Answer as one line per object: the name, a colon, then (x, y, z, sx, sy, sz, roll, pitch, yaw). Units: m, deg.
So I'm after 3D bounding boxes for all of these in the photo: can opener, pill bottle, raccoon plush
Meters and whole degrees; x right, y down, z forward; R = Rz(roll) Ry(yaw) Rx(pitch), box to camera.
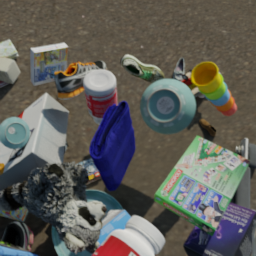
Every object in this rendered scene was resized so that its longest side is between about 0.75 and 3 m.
can opener: (4.166, 1.699, 9.917, 0.987, 0.782, 2.970, 15, 61, 8)
pill bottle: (-0.726, -0.775, 7.720, 0.853, 1.520, 0.853, 0, 53, 1)
raccoon plush: (-1.760, 2.091, 6.434, 2.909, 1.407, 1.949, -31, 60, 30)
pill bottle: (-0.188, 2.612, 5.094, 1.083, 1.083, 1.929, 34, 57, 18)

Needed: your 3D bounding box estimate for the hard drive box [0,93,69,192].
hard drive box: (-2.896, 0.554, 8.247, 2.082, 1.026, 2.671, -34, 35, 19)

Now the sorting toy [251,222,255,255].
sorting toy: (3.308, 2.876, 5.733, 1.807, 0.965, 1.627, 28, 86, 35)

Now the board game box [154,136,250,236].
board game box: (1.775, 1.219, 6.564, 1.441, 0.312, 2.141, 27, 53, 24)

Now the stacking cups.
stacking cups: (2.629, -1.026, 8.380, 0.768, 2.537, 0.768, -12, 66, 28)

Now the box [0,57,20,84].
box: (-5.849, -2.662, 12.314, 1.873, 0.889, 0.728, 17, 63, 8)

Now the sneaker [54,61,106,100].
sneaker: (-1.365, -1.617, 8.330, 0.806, 0.795, 2.060, 3, 34, 35)

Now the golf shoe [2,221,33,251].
golf shoe: (-3.492, 4.178, 8.160, 1.011, 1.282, 2.785, -4, 61, -4)

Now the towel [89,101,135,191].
towel: (-0.367, 0.523, 7.008, 0.538, 2.173, 1.605, 18, 62, 18)

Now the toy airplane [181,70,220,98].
toy airplane: (3.141, -1.801, 11.800, 1.641, 1.158, 1.633, -14, 27, 6)

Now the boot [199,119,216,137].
boot: (3.227, -0.074, 11.243, 0.326, 0.335, 0.887, -31, 63, -15)

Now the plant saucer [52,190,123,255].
plant saucer: (-1.179, 3.215, 8.865, 2.470, 0.339, 2.470, 11, 60, -20)

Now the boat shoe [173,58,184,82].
boat shoe: (2.328, -2.608, 12.703, 0.474, 0.413, 1.287, 14, 60, 8)

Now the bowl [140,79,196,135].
bowl: (1.198, -0.695, 9.027, 1.884, 0.986, 1.884, 1, 93, 15)

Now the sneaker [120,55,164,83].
sneaker: (0.488, -1.923, 9.889, 1.717, 0.660, 0.761, 21, 33, -10)

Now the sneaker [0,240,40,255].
sneaker: (-2.838, 2.740, 6.012, 2.744, 1.137, 0.973, 35, 83, -26)

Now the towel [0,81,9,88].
towel: (-5.900, -2.335, 12.704, 0.904, 0.143, 1.255, -32, 64, -17)

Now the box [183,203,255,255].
box: (2.545, 2.946, 7.485, 1.306, 0.921, 1.765, 9, 46, 46)

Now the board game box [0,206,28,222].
board game box: (-4.344, 2.337, 9.410, 1.937, 0.998, 1.016, 12, 60, 7)

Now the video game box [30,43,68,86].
video game box: (-2.602, -2.085, 9.233, 1.181, 1.297, 0.304, -25, 59, -35)

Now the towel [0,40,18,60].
towel: (-5.962, -3.610, 13.344, 1.122, 0.316, 1.310, -26, 58, -18)

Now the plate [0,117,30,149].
plate: (-2.763, 0.132, 6.862, 0.101, 0.787, 0.787, 0, 50, 45)

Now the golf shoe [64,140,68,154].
golf shoe: (-2.136, 0.589, 9.223, 0.432, 0.525, 1.111, -38, 38, 5)

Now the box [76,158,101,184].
box: (-1.678, 1.683, 10.241, 1.195, 0.238, 0.818, -21, 61, -12)

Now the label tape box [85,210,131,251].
label tape box: (-0.526, 2.714, 7.375, 1.218, 1.700, 0.562, -31, 87, -30)
